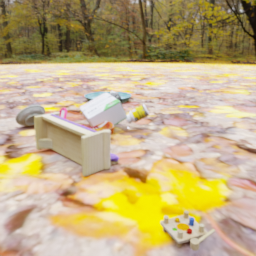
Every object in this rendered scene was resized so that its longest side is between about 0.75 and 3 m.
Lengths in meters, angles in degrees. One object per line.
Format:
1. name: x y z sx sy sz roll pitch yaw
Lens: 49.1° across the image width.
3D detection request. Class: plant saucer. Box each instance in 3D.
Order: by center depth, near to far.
1. plant saucer: -3.669 -0.389 10.671 1.155 1.155 0.290 -15 61 -40
2. plant saucer: -1.130 -1.681 15.799 2.650 0.363 2.650 -1 16 0

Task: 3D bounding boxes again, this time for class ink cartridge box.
1. ink cartridge box: -0.950 -0.577 10.333 1.266 0.729 1.735 -31 25 -8

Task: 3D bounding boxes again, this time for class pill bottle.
1. pill bottle: 0.326 -0.482 10.322 0.831 0.463 0.463 -28 15 6

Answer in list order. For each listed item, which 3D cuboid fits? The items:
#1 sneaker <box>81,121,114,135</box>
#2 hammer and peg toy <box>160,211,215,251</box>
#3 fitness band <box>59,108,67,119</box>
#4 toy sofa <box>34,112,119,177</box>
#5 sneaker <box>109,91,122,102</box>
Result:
1. sneaker: -1.155 0.182 9.183 1.429 0.551 0.521 -6 50 -1
2. hammer and peg toy: 0.977 1.698 4.544 0.606 0.290 0.824 -6 18 -25
3. fitness band: -2.377 -0.218 9.775 0.196 1.047 0.752 19 -27 -24
4. toy sofa: -1.448 0.305 7.767 1.250 1.061 2.562 -16 24 -42
5. sneaker: -0.587 -1.133 12.707 0.597 1.034 0.388 11 21 14
